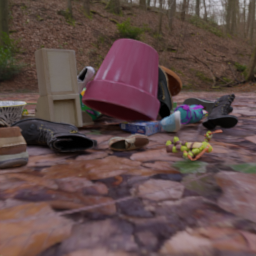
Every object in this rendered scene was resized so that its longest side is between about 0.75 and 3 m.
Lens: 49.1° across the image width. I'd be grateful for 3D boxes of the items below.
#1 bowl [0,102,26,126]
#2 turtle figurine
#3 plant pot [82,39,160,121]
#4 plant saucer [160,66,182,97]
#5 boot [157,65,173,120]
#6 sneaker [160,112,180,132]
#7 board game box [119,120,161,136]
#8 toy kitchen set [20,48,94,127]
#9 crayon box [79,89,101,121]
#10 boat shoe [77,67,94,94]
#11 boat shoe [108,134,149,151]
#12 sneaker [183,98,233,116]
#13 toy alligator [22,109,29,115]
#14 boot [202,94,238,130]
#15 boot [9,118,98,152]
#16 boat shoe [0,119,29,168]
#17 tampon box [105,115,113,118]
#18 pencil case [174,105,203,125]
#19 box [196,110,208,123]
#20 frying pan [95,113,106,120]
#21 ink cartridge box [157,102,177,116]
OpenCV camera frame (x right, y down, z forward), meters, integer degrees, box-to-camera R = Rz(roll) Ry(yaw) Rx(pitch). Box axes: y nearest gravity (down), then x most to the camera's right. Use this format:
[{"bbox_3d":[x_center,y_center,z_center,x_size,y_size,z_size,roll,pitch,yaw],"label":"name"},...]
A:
[{"bbox_3d":[-4.680,-0.266,9.463,2.383,1.118,2.383,1,9,0],"label":"bowl"},{"bbox_3d":[1.620,0.457,6.910,1.190,0.475,1.475,3,29,43],"label":"turtle figurine"},{"bbox_3d":[-0.038,-1.836,11.113,2.992,2.678,2.992,15,-9,2],"label":"plant pot"},{"bbox_3d":[1.568,-2.637,15.645,2.925,0.472,2.925,16,-20,6],"label":"plant saucer"},{"bbox_3d":[1.465,-1.848,13.453,1.104,2.851,1.972,-26,15,18],"label":"boot"},{"bbox_3d":[1.468,-0.153,9.820,0.632,0.570,1.542,-2,-18,1],"label":"sneaker"},{"bbox_3d":[0.569,-0.027,10.235,1.271,0.392,1.271,-9,13,-44],"label":"board game box"},{"bbox_3d":[-2.538,-1.240,10.272,2.349,2.598,2.880,-10,7,-42],"label":"toy kitchen set"},{"bbox_3d":[-1.714,-1.191,12.854,0.631,1.287,2.167,-28,15,20],"label":"crayon box"},{"bbox_3d":[-1.748,-1.729,10.245,0.459,1.248,0.408,44,19,23],"label":"boat shoe"},{"bbox_3d":[0.020,0.441,7.541,1.127,0.427,0.405,-9,13,3],"label":"boat shoe"},{"bbox_3d":[4.341,-1.055,15.372,2.554,0.955,1.357,16,10,41],"label":"sneaker"},{"bbox_3d":[-5.095,-0.636,13.028,0.925,0.670,2.790,0,10,-2],"label":"toy alligator"},{"bbox_3d":[3.624,-0.708,10.518,0.610,1.534,1.762,43,-20,-18],"label":"boot"},{"bbox_3d":[-2.117,0.222,7.603,2.254,0.780,1.962,-1,9,-20],"label":"boot"},{"bbox_3d":[-3.325,0.214,6.888,2.795,1.004,1.059,8,12,39],"label":"boat shoe"},{"bbox_3d":[-0.029,-1.476,15.170,1.934,1.629,2.580,8,12,40],"label":"tampon box"},{"bbox_3d":[2.434,-0.547,11.111,0.732,0.795,1.719,40,22,21],"label":"pencil case"},{"bbox_3d":[3.065,-0.603,12.723,0.728,0.230,1.322,25,26,28],"label":"box"},{"bbox_3d":[-1.869,-0.657,13.688,2.687,0.437,1.625,-26,29,6],"label":"frying pan"},{"bbox_3d":[1.961,-1.151,16.027,1.233,0.704,2.375,-8,12,-39],"label":"ink cartridge box"}]
